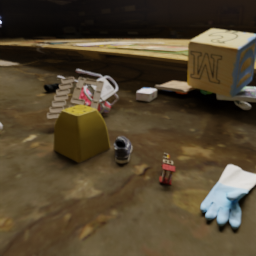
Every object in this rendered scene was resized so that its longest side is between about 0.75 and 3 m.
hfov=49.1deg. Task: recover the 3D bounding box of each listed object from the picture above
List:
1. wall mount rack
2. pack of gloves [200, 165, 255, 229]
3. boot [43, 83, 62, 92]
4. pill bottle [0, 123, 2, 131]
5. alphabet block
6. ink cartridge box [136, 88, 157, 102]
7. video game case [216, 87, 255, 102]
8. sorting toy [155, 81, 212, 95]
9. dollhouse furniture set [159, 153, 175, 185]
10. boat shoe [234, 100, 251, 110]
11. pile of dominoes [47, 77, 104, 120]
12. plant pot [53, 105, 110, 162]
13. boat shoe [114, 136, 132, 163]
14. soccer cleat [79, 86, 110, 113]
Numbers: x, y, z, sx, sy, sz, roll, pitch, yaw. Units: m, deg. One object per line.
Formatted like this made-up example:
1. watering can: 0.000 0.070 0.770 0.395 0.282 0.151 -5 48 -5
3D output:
1. wall mount rack: -1.565 -1.671 11.686 0.967 2.254 2.594 -38 4 29
2. pack of gloves: 2.868 1.468 5.991 2.117 0.497 2.519 13 26 31
3. boot: -3.819 -2.146 14.874 1.161 0.437 0.868 2 13 35
4. pill bottle: -4.609 0.113 9.293 0.506 0.506 0.901 5 23 13
5. alphabet block: 4.542 -3.213 13.620 2.458 2.413 2.400 23 43 36
6. ink cartridge box: 0.902 -1.625 13.663 0.704 0.412 0.974 11 23 25
7. video game case: 5.691 -1.755 14.163 2.384 0.278 2.167 6 22 13
8. sorting toy: 3.015 -2.037 14.705 2.708 0.399 2.002 17 25 40
9. dollhouse furniture set: 0.998 1.029 7.064 0.311 0.411 0.765 13 27 4
10. boat shoe: 4.925 -1.008 12.159 0.276 0.304 0.826 27 4 -34
11. pile of dominoes: -1.926 -0.972 10.478 1.685 0.344 2.161 10 58 1
12. plant pot: -1.413 0.048 8.385 1.271 1.309 1.279 18 28 38
13. boat shoe: -0.159 0.510 8.335 0.548 0.473 1.509 -3 21 1
14. soccer cleat: -1.584 -1.198 12.327 1.020 0.890 2.668 27 4 -25
